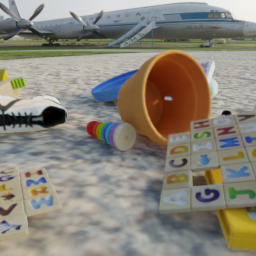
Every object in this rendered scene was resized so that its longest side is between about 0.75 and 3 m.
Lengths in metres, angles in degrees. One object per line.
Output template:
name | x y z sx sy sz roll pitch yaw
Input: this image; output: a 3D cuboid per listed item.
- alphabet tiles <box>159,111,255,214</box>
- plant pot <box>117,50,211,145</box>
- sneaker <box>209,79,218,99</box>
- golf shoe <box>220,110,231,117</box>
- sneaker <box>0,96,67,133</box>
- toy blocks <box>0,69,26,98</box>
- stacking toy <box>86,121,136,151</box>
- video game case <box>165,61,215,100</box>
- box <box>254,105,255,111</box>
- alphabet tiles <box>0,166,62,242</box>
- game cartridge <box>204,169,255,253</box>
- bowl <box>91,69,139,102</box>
alphabet tiles | 1.896 0.421 5.172 2.451 0.111 2.932 -10 24 17
plant pot | 0.811 -0.683 7.422 2.346 2.346 1.642 -14 6 -34
sneaker | 2.096 -1.624 11.383 2.983 1.187 1.948 5 18 17
golf shoe | 2.059 0.163 6.642 0.713 0.905 1.965 10 23 27
sneaker | -3.094 -0.369 7.942 2.913 1.074 1.165 -15 26 -35
toy blocks | -5.394 -1.158 10.194 2.739 1.369 1.872 1 28 18
stacking toy | -0.560 0.127 7.312 0.681 0.681 1.594 -16 18 -39
video game case | 1.756 -1.567 10.350 2.457 0.310 2.696 -6 33 31
box | 5.264 -0.717 9.971 1.887 0.365 0.391 -10 21 -26
alphabet tiles | -2.417 1.119 4.322 2.446 0.093 2.940 -8 11 -22
game cartridge | 2.630 1.146 4.510 2.443 0.396 2.153 -1 19 6
bowl | -0.291 -1.788 11.711 2.573 0.505 2.573 -19 19 7
